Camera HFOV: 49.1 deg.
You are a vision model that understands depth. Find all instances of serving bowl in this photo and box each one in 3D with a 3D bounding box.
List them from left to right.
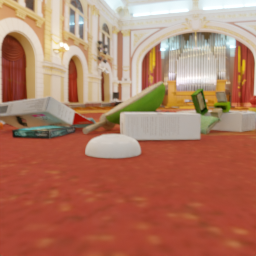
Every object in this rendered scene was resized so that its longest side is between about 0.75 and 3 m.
[{"bbox_3d":[-0.293,0.327,5.540,1.099,0.361,1.099,1,4,0],"label":"serving bowl"}]

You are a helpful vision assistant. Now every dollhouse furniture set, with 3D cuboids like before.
[{"bbox_3d":[2.573,-0.623,9.687,1.179,0.904,1.800,4,32,47],"label":"dollhouse furniture set"}]

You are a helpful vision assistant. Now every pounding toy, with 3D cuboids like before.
[{"bbox_3d":[0.221,-0.283,9.489,2.871,1.332,2.216,-29,8,18],"label":"pounding toy"}]

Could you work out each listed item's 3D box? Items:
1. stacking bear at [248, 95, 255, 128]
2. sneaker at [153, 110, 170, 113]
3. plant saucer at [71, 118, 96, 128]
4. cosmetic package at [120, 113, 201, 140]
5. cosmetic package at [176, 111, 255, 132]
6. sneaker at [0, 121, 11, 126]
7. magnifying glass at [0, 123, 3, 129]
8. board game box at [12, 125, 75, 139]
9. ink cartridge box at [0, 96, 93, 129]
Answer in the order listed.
[{"bbox_3d":[5.384,-0.703,11.769,0.813,1.339,0.761,-2,5,-25],"label":"stacking bear"},{"bbox_3d":[1.752,-0.786,17.135,1.683,0.595,0.822,0,5,-30],"label":"sneaker"},{"bbox_3d":[-1.804,-0.201,11.021,1.433,0.136,0.501,0,-40,36],"label":"plant saucer"},{"bbox_3d":[0.861,-0.067,7.840,2.071,0.767,1.053,-2,5,-8],"label":"cosmetic package"},{"bbox_3d":[3.346,-0.315,10.956,1.162,0.713,2.816,-3,6,-42],"label":"cosmetic package"},{"bbox_3d":[-5.379,-0.206,12.350,0.896,0.328,0.501,-28,-30,-16],"label":"sneaker"},{"bbox_3d":[-6.046,-0.011,10.271,2.644,0.296,1.052,-5,7,-31],"label":"magnifying glass"},{"bbox_3d":[-2.555,0.104,8.763,1.202,0.250,1.777,1,5,12],"label":"board game box"},{"bbox_3d":[-3.062,-0.288,10.275,2.755,0.600,2.391,-3,-22,31],"label":"ink cartridge box"}]
